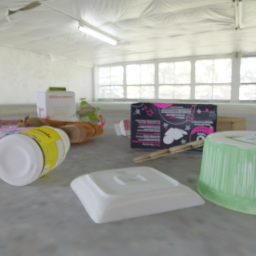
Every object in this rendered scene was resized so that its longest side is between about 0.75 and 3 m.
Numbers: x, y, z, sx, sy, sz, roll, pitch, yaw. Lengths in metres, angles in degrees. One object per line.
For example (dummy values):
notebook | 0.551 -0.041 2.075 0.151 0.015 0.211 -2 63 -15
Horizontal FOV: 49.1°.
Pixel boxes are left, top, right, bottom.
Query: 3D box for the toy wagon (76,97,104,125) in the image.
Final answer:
toy wagon | -2.019 -0.693 13.865 1.344 1.732 0.343 -14 -20 -20

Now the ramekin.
ramekin | 2.654 0.774 5.754 2.384 1.164 2.384 0 8 0

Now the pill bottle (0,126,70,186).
pill bottle | -2.293 0.589 7.150 1.186 1.186 2.131 1 7 9

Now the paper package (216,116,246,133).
paper package | 3.925 0.029 12.117 1.872 0.969 1.785 6 10 41

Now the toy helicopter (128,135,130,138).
toy helicopter | 0.820 0.180 12.454 1.701 0.671 1.125 -11 12 14

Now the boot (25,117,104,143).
boot | -2.641 0.031 11.717 2.838 1.088 2.204 1 6 30

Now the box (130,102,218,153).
box | 1.654 -0.076 10.280 2.915 1.673 1.926 3 7 12

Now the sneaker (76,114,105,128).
sneaker | -2.251 -0.521 14.895 2.256 0.918 0.995 13 11 -36

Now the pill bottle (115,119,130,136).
pill bottle | 0.064 -0.053 12.318 1.225 0.687 0.687 -13 7 4

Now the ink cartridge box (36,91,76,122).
ink cartridge box | -3.200 -0.607 12.602 1.506 2.084 0.882 -7 11 -44

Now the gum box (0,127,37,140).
gum box | -3.660 0.517 9.108 1.349 0.786 2.377 -2 8 -15

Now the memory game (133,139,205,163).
memory game | 1.374 0.585 7.826 2.561 0.163 2.561 -15 -6 -1

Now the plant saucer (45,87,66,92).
plant saucer | -4.892 -1.576 18.875 0.566 2.361 2.365 0 7 14

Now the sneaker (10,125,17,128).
sneaker | -4.741 -0.008 13.472 1.983 0.719 1.131 -6 7 -40

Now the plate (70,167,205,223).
plate | 0.064 1.197 5.761 2.156 0.349 2.161 -4 8 -22

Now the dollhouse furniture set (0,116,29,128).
dollhouse furniture set | -4.784 0.113 11.308 1.331 1.006 2.473 -2 8 -14

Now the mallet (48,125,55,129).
mallet | -2.610 0.439 9.901 0.711 0.444 2.159 -49 31 -11
